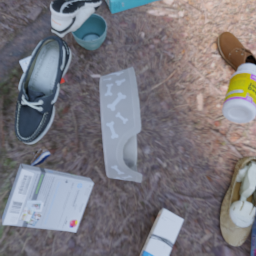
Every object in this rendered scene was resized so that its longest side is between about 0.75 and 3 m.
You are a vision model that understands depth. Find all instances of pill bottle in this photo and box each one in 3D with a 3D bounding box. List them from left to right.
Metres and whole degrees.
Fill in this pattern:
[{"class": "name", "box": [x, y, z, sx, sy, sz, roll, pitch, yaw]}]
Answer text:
[{"class": "pill bottle", "box": [3.417, -1.072, 8.312, 0.928, 0.928, 1.779, 20, 60, 8]}]

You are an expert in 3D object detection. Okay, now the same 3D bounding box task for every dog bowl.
[{"class": "dog bowl", "box": [-0.205, -0.046, 7.185, 0.858, 2.927, 2.927, -4, 68, -3]}]

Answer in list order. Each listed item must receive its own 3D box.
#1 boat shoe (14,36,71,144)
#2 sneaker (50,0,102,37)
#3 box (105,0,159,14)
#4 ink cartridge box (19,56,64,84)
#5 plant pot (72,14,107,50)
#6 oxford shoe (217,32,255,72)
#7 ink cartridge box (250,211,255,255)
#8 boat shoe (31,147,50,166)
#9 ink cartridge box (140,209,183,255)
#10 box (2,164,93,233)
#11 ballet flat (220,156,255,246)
[{"class": "boat shoe", "box": [-2.309, -0.948, 7.146, 1.093, 0.872, 2.890, 16, 92, -2]}, {"class": "sneaker", "box": [-1.374, -2.991, 7.227, 0.721, 0.782, 1.955, 33, 45, 6]}, {"class": "box", "box": [0.397, -6.150, 12.539, 2.874, 0.706, 1.182, -20, 69, -8]}, {"class": "ink cartridge box", "box": [-3.418, -2.240, 11.098, 1.260, 0.372, 1.575, -27, 69, -11]}, {"class": "plant pot", "box": [-1.541, -3.790, 11.433, 1.411, 0.945, 1.411, 0, 67, 1]}, {"class": "oxford shoe", "box": [4.476, -2.835, 11.013, 1.030, 1.030, 2.889, -20, 67, -7]}, {"class": "ink cartridge box", "box": [4.364, 2.928, 8.337, 0.838, 1.497, 2.194, 13, 68, 5]}, {"class": "boat shoe", "box": [-2.089, 0.670, 6.607, 0.271, 0.750, 0.272, -10, 70, -53]}, {"class": "ink cartridge box", "box": [0.932, 3.359, 8.316, 0.706, 1.204, 1.644, 27, 70, 11]}, {"class": "box", "box": [-1.727, 1.581, 6.156, 1.629, 0.335, 1.270, 18, 95, -27]}, {"class": "ballet flat", "box": [3.663, 2.205, 8.926, 1.053, 0.975, 2.988, 16, 69, 7]}]
